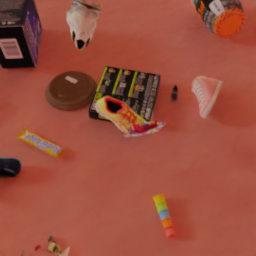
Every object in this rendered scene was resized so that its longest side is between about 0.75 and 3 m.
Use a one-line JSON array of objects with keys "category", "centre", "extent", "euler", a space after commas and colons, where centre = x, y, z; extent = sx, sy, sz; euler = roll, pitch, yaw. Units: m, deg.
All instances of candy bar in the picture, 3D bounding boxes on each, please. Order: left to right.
[{"category": "candy bar", "centre": [-3.121, 0.555, 10.068], "extent": [2.009, 0.223, 0.501], "euler": [24, 58, 17]}]

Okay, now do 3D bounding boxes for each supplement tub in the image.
[{"category": "supplement tub", "centre": [4.350, -5.821, 13.587], "extent": [1.804, 1.804, 2.944], "euler": [-10, 54, -7]}]

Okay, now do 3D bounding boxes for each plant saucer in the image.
[{"category": "plant saucer", "centre": [-2.349, -1.613, 11.546], "extent": [2.168, 0.319, 2.168], "euler": [0, 54, 1]}]

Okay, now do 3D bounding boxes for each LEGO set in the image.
[{"category": "LEGO set", "centre": [-2.788, 3.778, 7.572], "extent": [1.313, 0.573, 2.022], "euler": [26, 59, 18]}]

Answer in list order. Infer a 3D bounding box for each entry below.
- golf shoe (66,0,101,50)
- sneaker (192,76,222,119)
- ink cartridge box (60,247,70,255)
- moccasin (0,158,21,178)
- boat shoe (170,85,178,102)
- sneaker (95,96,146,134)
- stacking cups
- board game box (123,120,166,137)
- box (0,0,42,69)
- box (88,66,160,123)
[{"category": "golf shoe", "centre": [-1.615, -3.226, 9.239], "extent": [1.069, 2.730, 1.327], "euler": [11, 95, -12]}, {"category": "sneaker", "centre": [2.901, -1.280, 10.988], "extent": [1.127, 0.811, 2.155], "euler": [24, 51, 11]}, {"category": "ink cartridge box", "centre": [-1.733, 4.059, 6.790], "extent": [1.247, 1.280, 1.992], "euler": [4, 53, -15]}, {"category": "moccasin", "centre": [-4.544, 1.349, 9.132], "extent": [1.949, 0.784, 0.665], "euler": [-6, 43, -3]}, {"category": "boat shoe", "centre": [1.881, -1.410, 11.403], "extent": [0.293, 0.294, 0.811], "euler": [4, 55, 3]}, {"category": "sneaker", "centre": [-0.143, -0.380, 8.632], "extent": [1.823, 0.823, 0.713], "euler": [27, 68, -9]}, {"category": "stacking cups", "centre": [1.124, 2.671, 8.529], "extent": [0.383, 0.383, 1.265], "euler": [-14, 60, -9]}, {"category": "board game box", "centre": [0.413, -0.060, 7.117], "extent": [0.929, 0.229, 1.176], "euler": [-9, 13, 23]}, {"category": "box", "centre": [-4.923, -4.421, 12.353], "extent": [1.559, 2.211, 2.988], "euler": [-3, 56, -3]}, {"category": "box", "centre": [-0.081, -1.278, 11.148], "extent": [2.417, 0.595, 2.503], "euler": [9, 56, 9]}]
